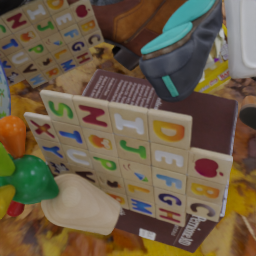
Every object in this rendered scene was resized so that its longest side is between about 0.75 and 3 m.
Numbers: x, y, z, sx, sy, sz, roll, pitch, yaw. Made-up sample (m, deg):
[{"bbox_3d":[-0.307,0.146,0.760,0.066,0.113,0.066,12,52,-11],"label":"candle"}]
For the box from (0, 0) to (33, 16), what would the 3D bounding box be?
[{"bbox_3d":[-1.675,-2.443,4.809,1.761,0.437,1.748,-17,22,41],"label":"box"}]

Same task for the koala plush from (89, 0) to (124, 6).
[{"bbox_3d":[-0.800,-4.107,6.990,2.423,2.636,2.338,-42,63,16],"label":"koala plush"}]

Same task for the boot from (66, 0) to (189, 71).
[{"bbox_3d":[0.174,-2.958,6.214,2.762,2.600,0.946,-44,28,20],"label":"boot"}]

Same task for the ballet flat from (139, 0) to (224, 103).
[{"bbox_3d":[0.993,-1.328,4.508,1.077,1.077,2.949,19,41,13],"label":"ballet flat"}]

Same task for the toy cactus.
[{"bbox_3d":[-1.183,0.729,3.182,2.209,2.678,1.369,25,58,-9],"label":"toy cactus"}]

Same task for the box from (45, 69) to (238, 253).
[{"bbox_3d":[0.337,0.669,5.633,2.838,2.355,2.331,15,55,11],"label":"box"}]

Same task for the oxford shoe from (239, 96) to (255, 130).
[{"bbox_3d":[2.226,-0.043,4.135,1.310,0.467,0.467,37,46,-9],"label":"oxford shoe"}]

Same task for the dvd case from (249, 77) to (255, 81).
[{"bbox_3d":[3.432,-2.096,6.503,1.789,0.294,2.381,23,75,-13],"label":"dvd case"}]

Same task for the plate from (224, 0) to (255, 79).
[{"bbox_3d":[2.372,-1.577,4.235,1.707,1.711,0.276,-1,31,25],"label":"plate"}]

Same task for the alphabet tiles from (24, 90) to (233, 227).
[{"bbox_3d":[-0.082,0.492,3.509,2.500,2.081,0.079,12,47,19],"label":"alphabet tiles"}]

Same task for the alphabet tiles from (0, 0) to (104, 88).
[{"bbox_3d":[-1.646,-1.643,5.577,2.277,1.895,0.072,-26,62,-2],"label":"alphabet tiles"}]

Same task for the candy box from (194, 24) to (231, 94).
[{"bbox_3d":[1.651,-1.847,6.613,1.521,0.393,2.976,-37,32,26],"label":"candy box"}]

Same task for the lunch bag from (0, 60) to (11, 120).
[{"bbox_3d":[-2.527,-0.603,4.196,1.153,1.538,1.809,-22,97,2],"label":"lunch bag"}]
